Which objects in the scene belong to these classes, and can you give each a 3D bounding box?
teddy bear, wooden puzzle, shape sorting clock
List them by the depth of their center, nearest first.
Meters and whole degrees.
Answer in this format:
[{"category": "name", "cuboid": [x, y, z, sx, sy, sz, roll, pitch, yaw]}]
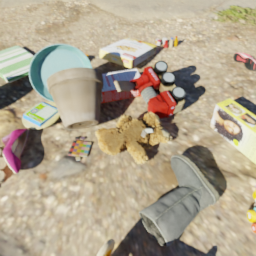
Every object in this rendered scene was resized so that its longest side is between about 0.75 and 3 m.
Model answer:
[{"category": "teddy bear", "cuboid": [0.193, 0.300, 9.153, 2.527, 0.844, 1.832, -35, 76, -31]}, {"category": "wooden puzzle", "cuboid": [-1.592, 0.687, 9.275, 0.634, 0.075, 1.068, 7, 44, 7]}, {"category": "shape sorting clock", "cuboid": [-3.174, -0.465, 10.327, 1.462, 0.287, 1.462, -4, 42, 4]}]

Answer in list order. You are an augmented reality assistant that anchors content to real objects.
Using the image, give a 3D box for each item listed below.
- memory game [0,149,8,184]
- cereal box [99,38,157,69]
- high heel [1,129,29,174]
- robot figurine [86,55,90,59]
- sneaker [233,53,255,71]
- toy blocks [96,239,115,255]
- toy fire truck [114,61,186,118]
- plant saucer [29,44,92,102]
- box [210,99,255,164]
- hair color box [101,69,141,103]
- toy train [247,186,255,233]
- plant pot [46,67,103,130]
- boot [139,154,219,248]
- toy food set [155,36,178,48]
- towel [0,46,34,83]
[{"category": "memory game", "cuboid": [-4.893, 1.403, 8.462, 2.472, 0.157, 2.472, 0, 44, 0]}, {"category": "cereal box", "cuboid": [0.041, -3.607, 13.247, 1.745, 0.479, 2.426, 23, 39, 22]}, {"category": "high heel", "cuboid": [-3.441, 0.674, 8.899, 0.904, 0.635, 1.885, -28, 36, -13]}, {"category": "robot figurine", "cuboid": [-2.116, -3.241, 13.310, 0.570, 0.229, 0.787, 8, 45, 8]}, {"category": "sneaker", "cuboid": [5.612, -3.157, 12.998, 0.634, 0.538, 1.461, -19, 46, -20]}, {"category": "toy blocks", "cuboid": [0.209, 3.813, 5.294, 2.762, 1.003, 2.302, 25, 50, 18]}, {"category": "toy fire truck", "cuboid": [0.711, -1.281, 10.155, 2.243, 1.443, 1.974, -23, 67, -13]}, {"category": "plant saucer", "cuboid": [-2.500, -2.048, 10.527, 2.313, 2.313, 0.416, -9, 33, -10]}, {"category": "box", "cuboid": [3.972, 0.299, 8.979, 0.727, 1.092, 2.901, -23, 47, -23]}, {"category": "hair color box", "cuboid": [-0.471, -1.692, 11.344, 2.032, 0.649, 1.127, -10, 48, -12]}, {"category": "toy train", "cuboid": [4.111, 2.090, 7.421, 1.594, 0.590, 2.122, 25, 49, 25]}, {"category": "plant pot", "cuboid": [-1.701, -0.895, 9.652, 1.952, 1.952, 1.693, -9, 79, -10]}, {"category": "boot", "cuboid": [1.157, 1.836, 7.540, 2.130, 0.773, 1.937, -27, 54, -23]}, {"category": "toy food set", "cuboid": [1.943, -4.476, 14.392, 1.174, 0.528, 0.561, 17, 46, 17]}, {"category": "towel", "cuboid": [-5.358, -3.019, 13.045, 1.999, 0.307, 2.620, -34, 52, -30]}]
